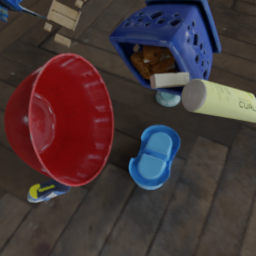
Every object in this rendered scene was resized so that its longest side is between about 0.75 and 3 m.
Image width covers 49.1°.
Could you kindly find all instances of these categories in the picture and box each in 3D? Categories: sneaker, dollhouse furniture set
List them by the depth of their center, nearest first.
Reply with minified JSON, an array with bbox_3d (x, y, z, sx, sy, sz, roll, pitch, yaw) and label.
[{"bbox_3d":[-2.018,1.592,7.091,1.150,0.473,0.425,-3,55,-45],"label":"sneaker"},{"bbox_3d":[-1.883,-3.366,8.376,0.849,0.725,1.639,21,97,-17],"label":"dollhouse furniture set"}]

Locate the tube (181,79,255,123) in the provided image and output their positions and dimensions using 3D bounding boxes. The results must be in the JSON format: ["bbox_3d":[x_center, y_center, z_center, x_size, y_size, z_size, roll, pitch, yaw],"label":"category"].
[{"bbox_3d":[2.480,-0.609,6.696,2.778,0.806,0.721,6,3,-36],"label":"tube"}]

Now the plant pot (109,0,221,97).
[{"bbox_3d":[1.285,-2.518,8.335,2.394,2.394,2.152,22,72,41],"label":"plant pot"}]

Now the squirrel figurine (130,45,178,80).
[{"bbox_3d":[0.701,-1.942,8.222,1.397,1.303,0.988,-8,76,34],"label":"squirrel figurine"}]

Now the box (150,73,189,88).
[{"bbox_3d":[0.972,-1.109,6.550,0.853,0.351,0.292,-6,92,-16],"label":"box"}]

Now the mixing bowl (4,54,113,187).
[{"bbox_3d":[-1.651,-0.124,6.275,1.499,2.767,2.767,-4,51,29],"label":"mixing bowl"}]

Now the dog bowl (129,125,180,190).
[{"bbox_3d":[0.856,0.973,9.074,1.275,0.567,2.288,18,57,12],"label":"dog bowl"}]

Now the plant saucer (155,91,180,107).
[{"bbox_3d":[1.547,-1.243,10.856,0.958,0.185,0.958,0,56,0],"label":"plant saucer"}]

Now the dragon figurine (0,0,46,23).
[{"bbox_3d":[-4.081,-4.157,9.276,0.865,2.938,1.460,-21,55,24],"label":"dragon figurine"}]
